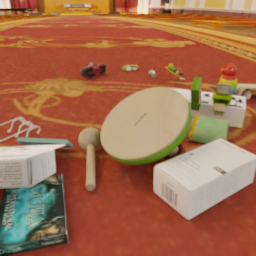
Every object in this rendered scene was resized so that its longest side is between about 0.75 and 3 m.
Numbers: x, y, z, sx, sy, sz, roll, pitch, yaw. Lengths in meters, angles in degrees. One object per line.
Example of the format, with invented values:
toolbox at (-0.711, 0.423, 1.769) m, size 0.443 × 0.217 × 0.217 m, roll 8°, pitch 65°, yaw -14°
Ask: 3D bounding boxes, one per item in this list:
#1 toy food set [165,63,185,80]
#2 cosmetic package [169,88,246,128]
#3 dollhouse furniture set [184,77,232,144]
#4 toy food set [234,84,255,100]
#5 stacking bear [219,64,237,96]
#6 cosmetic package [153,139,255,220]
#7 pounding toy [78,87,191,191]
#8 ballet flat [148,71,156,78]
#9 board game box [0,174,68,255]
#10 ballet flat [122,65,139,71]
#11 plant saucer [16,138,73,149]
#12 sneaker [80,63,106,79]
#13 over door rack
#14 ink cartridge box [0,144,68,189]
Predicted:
toy food set at (2.247, -2.660, 12.930) m, size 1.102 × 0.360 × 0.649 m, roll 43°, pitch 27°, yaw 26°
cosmetic package at (2.414, -0.749, 9.429) m, size 2.816 × 0.713 × 1.162 m, roll 9°, pitch 27°, yaw 18°
dollhouse furniture set at (2.298, -0.473, 7.941) m, size 1.179 × 0.904 × 1.800 m, roll 8°, pitch 53°, yaw 18°
toy food set at (5.111, -1.396, 11.085) m, size 1.772 × 0.535 × 1.271 m, roll 3°, pitch 15°, yaw 3°
stacking bear at (3.835, -1.786, 10.798) m, size 0.761 × 1.339 × 0.813 m, roll 19°, pitch 32°, yaw 33°
cosmetic package at (1.648, 0.980, 5.913) m, size 2.071 × 0.767 × 1.053 m, roll -19°, pitch 32°, yaw -31°
pounding toy at (0.315, 0.387, 6.936) m, size 2.871 × 1.332 × 2.216 m, roll -30°, pitch 40°, yaw 5°
ballet flat at (1.210, -2.702, 13.842) m, size 0.289 × 0.273 × 0.857 m, roll -6°, pitch 27°, yaw -11°
board game box at (-1.801, 1.547, 5.334) m, size 1.202 × 0.250 × 1.777 m, roll -7°, pitch 28°, yaw -13°
ballet flat at (0.141, -3.137, 14.681) m, size 0.975 × 0.335 × 0.307 m, roll -16°, pitch 42°, yaw -28°
plant saucer at (-2.183, 0.393, 7.403) m, size 1.433 × 0.136 × 0.501 m, roll 2°, pitch -18°, yaw 9°
sneaker at (-1.855, -2.821, 13.721) m, size 0.822 × 0.595 × 1.683 m, roll 17°, pitch 29°, yaw 29°
over door rack at (-3.355, 0.123, 7.908) m, size 1.027 × 0.463 × 1.390 m, roll 21°, pitch 27°, yaw 39°
ink cartridge box at (-2.960, 0.807, 6.232) m, size 2.755 × 0.600 × 2.391 m, roll -3°, pitch 1°, yaw 5°
